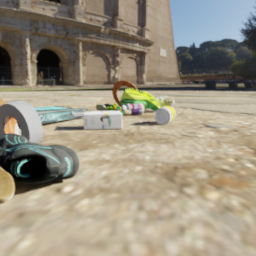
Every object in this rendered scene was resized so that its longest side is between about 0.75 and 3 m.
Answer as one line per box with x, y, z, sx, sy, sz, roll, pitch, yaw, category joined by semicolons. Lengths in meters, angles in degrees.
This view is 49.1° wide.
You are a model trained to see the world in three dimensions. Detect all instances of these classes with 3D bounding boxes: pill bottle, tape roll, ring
1.291;-0.441;9.509;0.572;0.572;1.021;4;10;22;pill bottle
-2.135;-0.022;5.455;0.983;0.983;0.325;6;18;31;tape roll
0.172;-0.761;11.741;0.872;0.486;0.486;-3;10;-17;pill bottle
-0.072;-1.542;13.411;1.576;1.576;0.151;6;32;32;ring

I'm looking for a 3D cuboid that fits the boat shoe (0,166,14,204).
-1.644;0.682;3.461;0.307;0.288;0.832;-7;32;-41;boat shoe

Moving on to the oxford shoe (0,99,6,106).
-5.075;-0.851;11.009;0.947;0.947;2.656;2;7;19;oxford shoe

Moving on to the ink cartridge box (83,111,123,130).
-0.776;-0.242;8.539;1.148;0.482;0.831;-1;9;-8;ink cartridge box

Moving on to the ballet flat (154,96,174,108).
1.261;-1.230;13.799;1.965;0.743;0.628;-3;-10;32;ballet flat

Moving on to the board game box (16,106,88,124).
-3.029;-0.501;10.024;1.967;0.409;2.908;3;8;23;board game box

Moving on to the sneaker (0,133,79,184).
-1.524;0.419;3.852;1.652;0.623;0.655;2;5;17;sneaker

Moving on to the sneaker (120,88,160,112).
0.543;-1.139;12.695;2.231;0.932;0.826;15;38;-36;sneaker

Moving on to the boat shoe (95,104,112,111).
-0.789;-0.779;11.632;1.295;0.484;0.429;11;30;40;boat shoe

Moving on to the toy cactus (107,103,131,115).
-0.334;-0.596;10.648;0.879;0.545;1.065;12;10;-19;toy cactus
